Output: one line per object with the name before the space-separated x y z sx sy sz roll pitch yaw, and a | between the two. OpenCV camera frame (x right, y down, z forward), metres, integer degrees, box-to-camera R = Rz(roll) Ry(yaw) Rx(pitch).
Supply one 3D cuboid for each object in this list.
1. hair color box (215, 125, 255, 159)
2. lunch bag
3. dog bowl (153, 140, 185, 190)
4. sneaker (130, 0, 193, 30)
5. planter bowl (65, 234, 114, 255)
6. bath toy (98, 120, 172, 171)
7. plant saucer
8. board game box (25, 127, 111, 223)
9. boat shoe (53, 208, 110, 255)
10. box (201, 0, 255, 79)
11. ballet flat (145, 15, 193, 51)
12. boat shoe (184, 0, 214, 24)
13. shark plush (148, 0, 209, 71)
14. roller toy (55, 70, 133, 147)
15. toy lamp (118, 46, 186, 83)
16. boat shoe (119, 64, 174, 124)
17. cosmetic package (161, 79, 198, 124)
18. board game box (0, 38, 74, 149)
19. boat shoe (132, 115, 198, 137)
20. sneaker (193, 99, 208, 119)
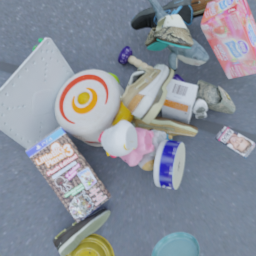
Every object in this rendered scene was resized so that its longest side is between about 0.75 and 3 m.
hair color box | 2.996 0.382 7.867 0.980 0.297 0.490 38 95 37
lunch bag | 2.755 -0.917 8.848 1.197 0.981 0.704 36 99 45
dog bowl | 1.128 0.982 7.514 0.510 1.295 1.295 7 71 23
sneaker | 1.042 -3.470 9.034 2.113 0.774 0.865 -9 99 30
planter bowl | -1.123 3.769 7.877 1.474 0.614 1.474 0 72 -1
bath toy | 0.221 0.519 7.539 1.014 2.745 1.193 -2 79 33
plant saucer | 0.991 2.637 5.814 1.057 1.057 0.145 -31 113 -9
board game box | -1.600 1.279 7.762 1.074 1.768 2.217 -36 88 -13
boat shoe | -1.325 2.854 8.086 1.782 0.635 0.536 -34 52 -26
box | 3.098 -2.620 8.163 1.029 2.174 1.116 -7 49 41
ballet flat | 0.927 -2.272 6.669 0.716 2.112 0.795 5 102 -17
boat shoe | 2.385 -4.138 9.423 2.126 0.765 0.723 -15 95 18
shark plush | 1.406 -2.737 7.809 1.052 0.965 2.317 -26 93 -11
roller toy | -1.027 -0.580 8.462 2.102 1.610 2.304 -31 63 7
toy lamp | 0.892 -1.880 9.622 2.634 0.767 0.767 35 75 14
boat shoe | 0.509 -1.151 7.248 0.923 1.008 2.698 32 30 -6
cosmetic package | 1.541 -0.743 8.617 0.922 1.818 0.648 17 76 14
board game box | -2.612 -0.807 8.278 0.348 2.693 2.694 25 71 28
boat shoe | 1.110 0.081 8.931 2.133 0.764 0.812 14 91 24
sneaker | 2.111 -0.653 8.327 0.412 1.057 0.525 -7 71 9
